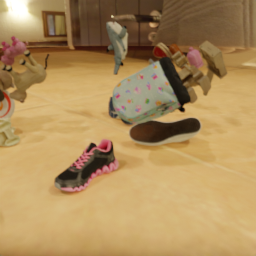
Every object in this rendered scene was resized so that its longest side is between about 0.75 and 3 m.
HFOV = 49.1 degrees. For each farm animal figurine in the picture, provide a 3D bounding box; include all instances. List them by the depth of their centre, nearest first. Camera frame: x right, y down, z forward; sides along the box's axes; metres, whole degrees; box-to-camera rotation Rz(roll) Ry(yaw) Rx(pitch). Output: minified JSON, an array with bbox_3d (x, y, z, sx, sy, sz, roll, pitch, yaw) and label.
[{"bbox_3d":[-3.760,-1.260,8.047,2.728,1.422,2.698,24,73,29],"label":"farm animal figurine"}]

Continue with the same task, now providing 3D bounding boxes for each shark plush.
[{"bbox_3d":[-0.389,-2.610,9.241,0.692,1.662,0.755,1,16,3],"label":"shark plush"}]

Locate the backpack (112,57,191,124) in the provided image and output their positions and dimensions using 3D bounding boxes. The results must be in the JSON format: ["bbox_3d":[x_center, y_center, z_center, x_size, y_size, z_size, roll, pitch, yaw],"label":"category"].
[{"bbox_3d":[0.408,-0.727,5.950,1.515,1.264,0.959,-27,-16,10],"label":"backpack"}]

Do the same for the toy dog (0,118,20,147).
[{"bbox_3d":[-3.663,0.153,7.882,1.027,0.739,1.059,-41,37,-18],"label":"toy dog"}]

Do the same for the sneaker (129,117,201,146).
[{"bbox_3d":[1.005,0.197,7.805,1.954,0.711,0.827,-5,-19,2],"label":"sneaker"}]

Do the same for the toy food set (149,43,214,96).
[{"bbox_3d":[1.972,-2.358,10.350,2.741,1.743,0.432,36,62,23],"label":"toy food set"}]

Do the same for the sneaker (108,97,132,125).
[{"bbox_3d":[-0.075,-0.582,9.919,0.805,0.728,1.889,-1,25,-33],"label":"sneaker"}]

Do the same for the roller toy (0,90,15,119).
[{"bbox_3d":[-4.416,-0.680,9.037,1.247,1.366,0.955,37,-26,-31],"label":"roller toy"}]

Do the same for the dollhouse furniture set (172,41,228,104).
[{"bbox_3d":[1.970,-1.546,8.133,1.553,1.032,1.361,-39,53,5],"label":"dollhouse furniture set"}]

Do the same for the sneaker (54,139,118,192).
[{"bbox_3d":[-0.888,0.727,5.991,0.676,0.816,1.710,16,27,33],"label":"sneaker"}]

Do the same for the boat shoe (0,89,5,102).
[{"bbox_3d":[-3.588,-1.059,7.047,0.404,1.124,0.382,-43,56,-5],"label":"boat shoe"}]
